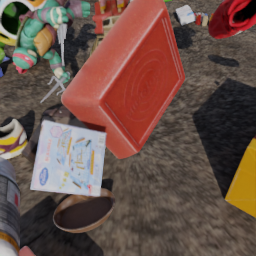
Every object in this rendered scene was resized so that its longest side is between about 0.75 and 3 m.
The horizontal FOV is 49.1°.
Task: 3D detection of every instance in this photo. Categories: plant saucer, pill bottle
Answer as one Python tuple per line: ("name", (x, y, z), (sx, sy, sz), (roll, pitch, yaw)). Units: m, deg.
("plant saucer", (0.245, -0.790, 5.185), (0.460, 2.507, 2.502), (26, 75, 30))
("pill bottle", (-1.764, 1.059, 3.363), (0.894, 0.894, 1.536), (-11, 34, -12))
("plant saucer", (-0.905, 1.763, 5.963), (1.338, 0.230, 1.338), (-13, 22, 5))

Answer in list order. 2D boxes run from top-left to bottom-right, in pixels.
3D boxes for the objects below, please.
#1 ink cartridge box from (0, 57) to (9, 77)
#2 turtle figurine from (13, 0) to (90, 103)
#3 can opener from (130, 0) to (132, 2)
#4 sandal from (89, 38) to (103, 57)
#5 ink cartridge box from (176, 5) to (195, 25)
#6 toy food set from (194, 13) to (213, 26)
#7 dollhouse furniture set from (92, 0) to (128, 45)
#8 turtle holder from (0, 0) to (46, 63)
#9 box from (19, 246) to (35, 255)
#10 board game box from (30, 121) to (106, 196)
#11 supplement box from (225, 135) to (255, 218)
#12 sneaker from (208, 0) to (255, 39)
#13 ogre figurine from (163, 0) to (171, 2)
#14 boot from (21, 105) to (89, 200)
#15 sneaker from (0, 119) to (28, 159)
("ink cartridge box", (-5.815, -1.809, 9.790), (1.775, 0.624, 2.975), (22, 51, 22))
("turtle figurine", (-1.739, -2.096, 6.241), (1.388, 2.064, 2.758), (22, 69, -5))
("can opener", (0.353, -3.818, 8.462), (0.780, 0.259, 0.205), (24, 49, -19))
("sandal", (-1.146, -3.276, 11.382), (0.514, 0.764, 1.903), (23, 40, -6))
("ink cartridge box", (2.806, -5.578, 13.826), (0.667, 0.390, 1.149), (-17, 43, 11))
("toy food set", (3.592, -5.410, 13.630), (0.633, 0.596, 1.325), (-18, 46, -18))
("dollhouse furniture set", (-0.477, -3.676, 8.626), (1.188, 1.572, 2.922), (-8, 59, 0))
("turtle holder", (-2.983, -2.782, 6.980), (2.191, 1.665, 1.556), (-30, 41, -1))
("box", (-1.524, 3.134, 4.200), (1.943, 1.033, 1.479), (33, 52, 30))
("board game box", (-0.798, 0.439, 3.887), (0.918, 0.189, 0.920), (14, 70, -24))
("supplement box", (4.130, 0.814, 6.060), (2.754, 1.854, 2.792), (28, 50, 26))
("sneaker", (2.545, -2.774, 6.790), (1.538, 2.663, 1.043), (-36, 92, -23))
("ogre figurine", (1.232, -4.568, 8.099), (1.303, 1.066, 2.173), (6, 63, -3))
("boot", (-1.342, 0.272, 6.999), (2.922, 1.026, 2.137), (25, 63, 37))
("sneaker", (-3.642, 0.533, 7.001), (0.826, 0.993, 2.203), (34, 53, 31))
